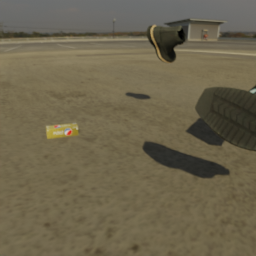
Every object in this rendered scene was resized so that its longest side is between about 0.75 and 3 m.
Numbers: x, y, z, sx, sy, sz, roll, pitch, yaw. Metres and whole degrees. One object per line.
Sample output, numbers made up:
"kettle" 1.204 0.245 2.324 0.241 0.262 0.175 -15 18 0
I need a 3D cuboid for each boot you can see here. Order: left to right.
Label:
"boot" 1.816 -3.267 11.216 1.457 0.816 2.107 12 -12 38
"boot" 2.505 0.163 5.314 2.439 0.945 1.687 32 1 24

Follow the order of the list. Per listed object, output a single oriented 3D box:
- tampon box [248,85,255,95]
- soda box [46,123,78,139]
"tampon box" 4.186 -0.907 7.598 1.627 1.027 1.219 -37 11 -28
"soda box" -2.797 0.129 11.880 1.312 0.444 0.420 -7 22 -18
